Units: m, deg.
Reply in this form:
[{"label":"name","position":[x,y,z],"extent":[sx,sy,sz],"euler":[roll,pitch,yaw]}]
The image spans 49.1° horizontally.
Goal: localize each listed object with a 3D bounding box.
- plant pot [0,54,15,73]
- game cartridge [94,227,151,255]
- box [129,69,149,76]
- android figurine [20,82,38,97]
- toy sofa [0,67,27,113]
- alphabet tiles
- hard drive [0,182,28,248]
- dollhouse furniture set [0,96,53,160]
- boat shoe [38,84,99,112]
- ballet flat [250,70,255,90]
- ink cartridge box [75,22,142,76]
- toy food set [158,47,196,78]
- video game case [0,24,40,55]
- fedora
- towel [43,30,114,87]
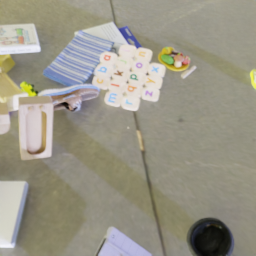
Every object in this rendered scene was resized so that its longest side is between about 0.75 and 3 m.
[{"label":"plant pot","position":[-5.628,-2.844,12.307],"extent":[0.817,0.817,0.720],"euler":[10,66,7]},{"label":"game cartridge","position":[-0.402,3.937,7.062],"extent":[1.500,0.444,2.314],"euler":[38,58,-10]},{"label":"box","position":[0.497,-2.407,12.149],"extent":[0.797,0.456,0.876],"euler":[-8,55,-4]},{"label":"android figurine","position":[-3.971,-1.403,11.198],"extent":[0.984,0.896,0.202],"euler":[-14,20,43]},{"label":"toy sofa","position":[-5.018,-1.458,11.327],"extent":[0.902,1.063,2.178],"euler":[-21,53,-43]},{"label":"alphabet tiles","position":[0.038,-2.119,11.578],"extent":[2.764,0.206,2.826],"euler":[14,73,4]},{"label":"hard drive","position":[-4.809,2.600,8.617],"extent":[2.991,0.399,1.973],"euler":[0,54,1]},{"label":"dollhouse furniture set","position":[-3.643,0.916,8.266],"extent":[2.977,2.831,2.426],"euler":[-5,40,-24]},{"label":"boat shoe","position":[-2.253,-1.086,11.064],"extent":[2.393,0.864,0.866],"euler":[-12,73,-12]},{"label":"ballet flat","position":[5.471,-2.088,11.994],"extent":[0.343,0.344,1.027],"euler":[1,55,1]},{"label":"ink cartridge box","position":[-0.764,-3.889,13.142],"extent":[2.772,0.563,2.767],"euler":[-21,57,-14]},{"label":"toy food set","position":[2.184,-3.151,12.573],"extent":[1.097,0.609,1.864],"euler":[-34,60,-23]},{"label":"video game case","position":[-5.550,-4.065,12.736],"extent":[2.703,0.352,2.970],"euler":[-9,40,-17]},{"label":"fedora","position":[2.299,3.269,8.002],"extent":[1.355,0.619,1.355],"euler":[-1,55,1]},{"label":"towel","position":[-2.163,-3.010,12.158],"extent":[2.053,0.338,2.836],"euler":[26,71,24]}]
